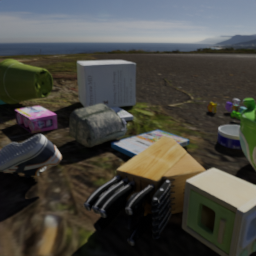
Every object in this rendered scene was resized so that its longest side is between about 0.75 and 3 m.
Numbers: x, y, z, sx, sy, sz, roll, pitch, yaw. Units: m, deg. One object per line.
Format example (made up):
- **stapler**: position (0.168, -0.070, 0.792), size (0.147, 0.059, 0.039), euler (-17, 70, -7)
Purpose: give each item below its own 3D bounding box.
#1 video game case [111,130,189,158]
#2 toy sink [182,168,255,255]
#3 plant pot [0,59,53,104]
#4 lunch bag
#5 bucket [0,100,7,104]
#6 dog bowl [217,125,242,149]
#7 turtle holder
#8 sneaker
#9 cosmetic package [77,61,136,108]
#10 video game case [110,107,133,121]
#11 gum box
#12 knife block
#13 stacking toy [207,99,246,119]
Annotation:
- **video game case**: position (0.704, 0.506, 8.940), size (2.054, 0.183, 1.470), euler (-14, 21, -34)
- **toy sink**: position (1.782, 1.538, 4.722), size (0.897, 1.043, 1.601), euler (-15, 25, -36)
- **plant pot**: position (-4.902, -2.208, 13.612), size (2.121, 2.233, 2.233), euler (6, 20, 25)
- **lunch bag**: position (-0.984, -0.021, 9.328), size (1.571, 1.095, 1.318), euler (-18, 43, -40)
- **bucket**: position (-6.546, -2.010, 14.607), size (1.898, 1.235, 1.898), euler (-4, 19, 2)
- **dog bowl**: position (3.556, 0.288, 9.258), size (1.139, 0.449, 1.139), euler (0, 18, 0)
- **turtle holder**: position (3.807, 0.179, 7.513), size (1.918, 1.792, 2.524), euler (-4, 19, -8)
- **sneaker**: position (-2.610, 0.831, 7.090), size (2.169, 0.861, 0.851), euler (-14, 43, 36)
- **cosmetic package**: position (-1.127, -2.225, 13.990), size (2.513, 2.103, 2.090), euler (-7, 20, -18)
- **video game case**: position (-0.859, -0.569, 12.122), size (1.588, 0.207, 1.745), euler (-8, 20, -23)
- **gum box**: position (-3.560, -0.335, 10.832), size (1.006, 0.586, 1.773), euler (-14, 23, -37)
- **knife block**: position (0.248, 1.161, 5.951), size (2.438, 0.889, 2.778), euler (-6, 20, -10)
- **stacking toy**: position (4.792, -0.769, 12.419), size (1.555, 0.484, 2.062), euler (-10, 23, -22)
